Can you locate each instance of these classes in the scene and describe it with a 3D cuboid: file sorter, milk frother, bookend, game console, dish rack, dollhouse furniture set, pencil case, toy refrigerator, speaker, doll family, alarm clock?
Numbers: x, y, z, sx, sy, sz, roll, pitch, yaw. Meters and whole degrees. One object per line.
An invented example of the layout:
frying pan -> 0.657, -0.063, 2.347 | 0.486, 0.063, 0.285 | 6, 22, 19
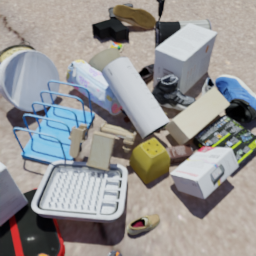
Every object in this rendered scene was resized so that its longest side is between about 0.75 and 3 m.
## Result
file sorter -> -2.609, -0.234, 10.270 | 1.870, 1.653, 2.695 | 12, 50, 10
milk frother -> 2.655, -5.285, 13.981 | 2.574, 2.736, 2.469 | -4, 45, -4
bookend -> -0.951, -5.190, 15.211 | 1.507, 0.699, 1.517 | -25, 53, -20
game console -> -3.203, 3.127, 8.230 | 2.218, 0.389, 2.508 | -21, 52, -14
dish rack -> -1.406, 2.003, 8.752 | 2.653, 0.578, 2.277 | 5, 35, 2
dollhouse furniture set -> -0.824, 0.490, 10.060 | 2.035, 1.165, 2.387 | 14, 14, 5
pencil case -> -1.295, -1.746, 11.759 | 2.958, 1.342, 1.230 | 36, 68, 25
toy refrigerator -> 2.673, -0.450, 10.824 | 2.491, 0.872, 0.946 | -37, 81, -25
speaker -> 0.265, -1.067, 10.107 | 1.181, 1.181, 2.908 | -29, 81, -23
doll family -> 0.619, -0.425, 11.100 | 1.913, 0.751, 1.106 | 12, 54, 17
alarm clock -> -5.194, -3.371, 13.502 | 1.794, 0.886, 2.660 | -1, 52, 0

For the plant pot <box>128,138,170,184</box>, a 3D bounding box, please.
plant pot -> 0.773, 0.999, 9.504 | 1.081, 1.105, 1.074 | -24, 53, -26

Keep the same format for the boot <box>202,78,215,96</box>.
boot -> 3.412, -1.444, 11.916 | 0.555, 0.722, 1.510 | 4, 52, 3

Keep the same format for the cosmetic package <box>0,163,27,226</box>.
cosmetic package -> -4.067, 1.798, 7.994 | 1.389, 1.670, 1.398 | 25, 51, 35

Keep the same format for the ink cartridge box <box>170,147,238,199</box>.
ink cartridge box -> 2.458, 1.378, 9.073 | 1.766, 0.756, 1.303 | -35, 17, -24

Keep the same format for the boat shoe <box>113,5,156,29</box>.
boat shoe -> 0.342, -6.319, 15.935 | 2.537, 0.935, 0.878 | 16, 9, -13

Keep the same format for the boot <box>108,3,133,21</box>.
boot -> -0.377, -6.898, 16.887 | 1.620, 0.565, 1.067 | -16, 53, 1

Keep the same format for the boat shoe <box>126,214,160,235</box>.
boat shoe -> 0.496, 2.849, 8.376 | 1.118, 0.371, 0.414 | -17, 49, -25

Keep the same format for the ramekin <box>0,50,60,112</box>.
ramekin -> -4.101, -1.897, 11.303 | 1.137, 2.441, 2.441 | 13, 46, 42

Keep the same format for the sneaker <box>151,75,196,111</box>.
sneaker -> 1.982, -1.430, 11.361 | 2.133, 1.214, 0.805 | 8, 37, -13

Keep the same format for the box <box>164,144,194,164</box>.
box -> 1.785, 0.951, 10.082 | 1.025, 0.384, 0.513 | -9, 49, -5

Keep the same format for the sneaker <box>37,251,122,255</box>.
sneaker -> -1.048, 3.771, 7.323 | 2.716, 1.054, 1.522 | 29, 50, 11

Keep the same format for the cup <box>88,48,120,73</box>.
cup -> -0.881, -2.710, 12.694 | 1.536, 1.536, 1.099 | -23, 79, -19

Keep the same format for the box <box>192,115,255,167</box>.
box -> 3.700, 0.523, 10.415 | 1.895, 0.450, 1.830 | -32, 58, -26

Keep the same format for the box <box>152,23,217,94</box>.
box -> 2.464, -2.974, 12.368 | 1.436, 2.057, 2.701 | 31, 55, 25

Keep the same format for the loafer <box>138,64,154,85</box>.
loafer -> 0.819, -2.498, 12.940 | 0.668, 0.586, 1.859 | 26, 54, 21

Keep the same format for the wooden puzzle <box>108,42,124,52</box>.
wooden puzzle -> -0.642, -4.289, 14.798 | 0.790, 0.147, 0.730 | 10, 50, 9

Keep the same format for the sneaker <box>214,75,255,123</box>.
sneaker -> 4.303, -1.197, 11.538 | 1.424, 0.983, 2.561 | -24, 59, -30
